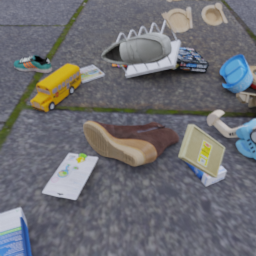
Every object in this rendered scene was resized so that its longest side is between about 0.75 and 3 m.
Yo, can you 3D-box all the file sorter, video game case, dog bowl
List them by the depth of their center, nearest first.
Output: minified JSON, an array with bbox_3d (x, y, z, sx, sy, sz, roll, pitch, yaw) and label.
[{"bbox_3d":[4.930,-2.429,12.718,0.563,1.267,2.273,38,36,-22],"label":"dog bowl"},{"bbox_3d":[0.844,-3.652,12.869,2.521,1.570,1.749,-6,51,31],"label":"file sorter"},{"bbox_3d":[-1.971,-2.653,13.749,1.230,0.141,1.119,-24,46,-27],"label":"video game case"}]

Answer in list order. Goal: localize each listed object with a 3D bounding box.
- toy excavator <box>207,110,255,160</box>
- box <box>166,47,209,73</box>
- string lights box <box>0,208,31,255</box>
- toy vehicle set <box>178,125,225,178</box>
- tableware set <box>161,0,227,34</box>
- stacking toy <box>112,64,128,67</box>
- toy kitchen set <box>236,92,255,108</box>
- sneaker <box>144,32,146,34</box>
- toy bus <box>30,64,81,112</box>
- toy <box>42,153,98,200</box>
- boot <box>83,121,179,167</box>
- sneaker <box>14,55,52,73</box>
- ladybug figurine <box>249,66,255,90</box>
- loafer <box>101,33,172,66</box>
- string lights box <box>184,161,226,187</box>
[{"bbox_3d":[3.982,0.252,9.683,1.117,2.237,2.175,-28,93,-33],"label":"toy excavator"},{"bbox_3d":[2.621,-3.477,14.035,2.323,0.534,1.846,0,39,-20],"label":"box"},{"bbox_3d":[-2.920,3.159,6.560,1.201,0.689,2.337,-15,43,-16],"label":"string lights box"},{"bbox_3d":[1.678,0.544,6.281,0.164,1.241,0.771,-1,62,54],"label":"toy vehicle set"},{"bbox_3d":[2.060,-3.964,8.916,2.216,0.257,1.851,-12,79,-9],"label":"tableware set"},{"bbox_3d":[-0.404,-3.263,14.292,0.850,0.467,0.494,-14,36,1],"label":"stacking toy"},{"bbox_3d":[4.877,-0.556,10.953,1.350,1.493,1.655,11,2,6],"label":"toy kitchen set"},{"bbox_3d":[1.301,-5.046,16.207,0.879,0.587,1.535,-1,44,-4],"label":"sneaker"},{"bbox_3d":[-3.068,-1.735,12.015,0.824,0.991,2.531,20,44,21],"label":"toy bus"},{"bbox_3d":[-1.711,1.536,8.660,1.052,0.431,1.827,7,39,13],"label":"toy"},{"bbox_3d":[0.085,0.278,9.971,2.844,1.029,2.366,29,36,32],"label":"boot"},{"bbox_3d":[-4.793,-3.288,13.973,1.987,0.794,0.709,6,41,7],"label":"sneaker"},{"bbox_3d":[6.055,-2.150,12.714,1.336,0.708,1.969,-17,44,-19],"label":"ladybug figurine"},{"bbox_3d":[0.198,-2.445,9.086,0.985,0.987,2.823,-31,23,-32],"label":"loafer"},{"bbox_3d":[2.402,1.158,9.092,0.729,0.418,1.419,-18,44,-20],"label":"string lights box"}]
